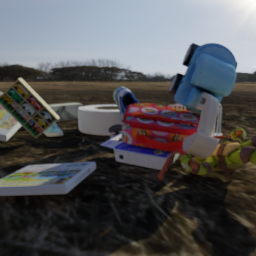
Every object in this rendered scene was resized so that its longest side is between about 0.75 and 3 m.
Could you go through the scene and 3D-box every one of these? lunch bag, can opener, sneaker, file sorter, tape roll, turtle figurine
[{"bbox_3d":[0.912,0.050,7.815,2.218,0.909,1.954,8,24,6],"label":"lunch bag"},{"bbox_3d":[0.081,0.077,9.788,1.530,0.511,0.408,-11,19,-1],"label":"can opener"},{"bbox_3d":[0.124,-0.531,10.346,0.771,2.086,0.858,-33,17,-15],"label":"sneaker"},{"bbox_3d":[-3.120,-0.033,11.345,0.583,0.646,1.577,-9,14,-38],"label":"sneaker"},{"bbox_3d":[2.400,-0.189,10.114,1.581,1.419,2.279,6,12,29],"label":"file sorter"},{"bbox_3d":[-0.813,-0.421,12.487,2.858,0.999,2.858,0,11,0],"label":"tape roll"},{"bbox_3d":[2.285,0.650,6.399,2.972,0.957,2.397,-18,-1,-37],"label":"turtle figurine"}]

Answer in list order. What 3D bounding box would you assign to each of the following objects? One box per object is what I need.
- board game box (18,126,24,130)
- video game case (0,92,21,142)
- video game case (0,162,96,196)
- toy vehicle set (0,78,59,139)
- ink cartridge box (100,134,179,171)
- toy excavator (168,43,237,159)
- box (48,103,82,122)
[{"bbox_3d":[-5.181,-0.342,13.205,1.867,0.576,1.866,-8,14,-36],"label":"board game box"},{"bbox_3d":[-5.468,-0.659,11.326,2.677,0.337,2.942,15,30,0],"label":"video game case"},{"bbox_3d":[-1.787,1.063,5.960,1.792,0.205,1.630,-5,7,13],"label":"video game case"},{"bbox_3d":[-3.479,-0.653,9.768,1.169,1.881,0.249,-38,15,15],"label":"toy vehicle set"},{"bbox_3d":[0.458,0.604,8.184,1.967,0.427,1.949,11,15,21],"label":"ink cartridge box"},{"bbox_3d":[2.005,-0.870,7.346,1.487,2.894,2.977,23,8,-3],"label":"toy excavator"},{"bbox_3d":[-3.512,-0.839,15.091,0.744,0.895,2.177,10,15,39],"label":"box"}]
